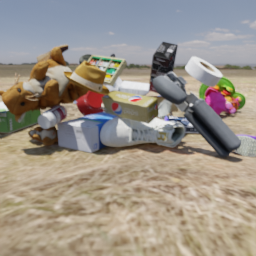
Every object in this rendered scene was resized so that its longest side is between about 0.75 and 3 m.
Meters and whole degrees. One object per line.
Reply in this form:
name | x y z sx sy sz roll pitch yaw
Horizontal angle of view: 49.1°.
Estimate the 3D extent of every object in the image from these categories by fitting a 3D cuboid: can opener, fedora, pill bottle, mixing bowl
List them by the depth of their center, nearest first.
can opener | 1.672 -0.322 7.323 0.914 0.729 2.734 -28 72 -37
fedora | -1.015 -1.394 7.479 1.424 0.581 1.424 24 15 -7
pill bottle | -2.135 -0.312 7.926 0.485 0.485 0.850 5 24 20
mixing bowl | -1.248 -1.061 10.608 1.417 1.417 0.767 -3 -3 -13

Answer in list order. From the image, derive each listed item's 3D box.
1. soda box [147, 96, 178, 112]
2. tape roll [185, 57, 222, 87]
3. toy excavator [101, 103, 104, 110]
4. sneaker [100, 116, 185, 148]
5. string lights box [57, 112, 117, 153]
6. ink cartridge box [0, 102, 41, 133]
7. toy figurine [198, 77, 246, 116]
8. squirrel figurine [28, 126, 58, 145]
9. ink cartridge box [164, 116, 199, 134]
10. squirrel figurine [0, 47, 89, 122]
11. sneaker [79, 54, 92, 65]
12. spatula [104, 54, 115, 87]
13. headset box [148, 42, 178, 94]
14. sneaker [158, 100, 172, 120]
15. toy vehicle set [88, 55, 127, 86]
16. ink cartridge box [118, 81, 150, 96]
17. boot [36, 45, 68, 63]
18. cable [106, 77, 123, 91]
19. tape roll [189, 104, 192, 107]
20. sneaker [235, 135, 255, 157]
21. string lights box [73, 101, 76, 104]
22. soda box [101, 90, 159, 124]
soda box | 1.377 -1.179 13.973 2.320 0.786 0.742 -7 15 -27
tape roll | 3.295 -2.442 12.212 1.577 0.552 1.577 23 31 -15
toy excavator | -0.422 -0.876 10.108 0.841 0.432 0.865 22 49 26
sneaker | 0.551 0.115 8.144 2.517 0.927 1.455 -9 13 -39
string lights box | -0.852 0.015 8.958 1.311 0.752 2.551 9 16 33
ink cartridge box | -4.687 -0.391 10.449 1.503 0.859 2.896 3 14 14
toy figurine | 4.484 -1.173 13.381 2.407 1.807 2.215 26 32 5
squirrel figurine | -2.595 0.219 8.727 0.892 0.676 0.955 -4 -5 29
ink cartridge box | 1.809 -0.131 10.344 1.516 0.329 1.501 1 15 0
squirrel figurine | -2.591 -0.948 8.030 2.062 1.563 2.209 -39 7 -33
sneaker | -1.623 -2.541 12.717 0.942 1.411 2.464 44 19 8
spatula | -0.958 -2.041 12.034 0.687 2.430 0.250 15 -1 22
headset box | 1.138 -1.899 9.221 0.566 1.466 1.091 18 45 13
sneaker | 1.179 -0.640 8.641 0.361 0.381 0.946 -29 -16 -34
toy vehicle set | -0.821 -1.818 8.768 1.443 0.896 0.191 18 -20 37
ink cartridge box | 0.722 -1.737 13.205 2.215 0.632 1.800 10 19 4
boot | -2.353 -2.133 9.389 1.198 0.997 0.434 -28 12 -2
cable | -1.048 -2.369 15.949 2.395 0.829 2.395 31 33 -25
tape roll | 3.597 -1.021 14.335 0.913 0.319 0.913 0 14 0
sneaker | 3.548 0.487 7.636 1.531 0.532 0.761 10 11 18
string lights box | -2.092 -1.968 16.470 2.289 1.176 0.675 5 14 19
soda box | 0.044 -0.613 7.917 1.628 0.551 0.521 16 41 36
